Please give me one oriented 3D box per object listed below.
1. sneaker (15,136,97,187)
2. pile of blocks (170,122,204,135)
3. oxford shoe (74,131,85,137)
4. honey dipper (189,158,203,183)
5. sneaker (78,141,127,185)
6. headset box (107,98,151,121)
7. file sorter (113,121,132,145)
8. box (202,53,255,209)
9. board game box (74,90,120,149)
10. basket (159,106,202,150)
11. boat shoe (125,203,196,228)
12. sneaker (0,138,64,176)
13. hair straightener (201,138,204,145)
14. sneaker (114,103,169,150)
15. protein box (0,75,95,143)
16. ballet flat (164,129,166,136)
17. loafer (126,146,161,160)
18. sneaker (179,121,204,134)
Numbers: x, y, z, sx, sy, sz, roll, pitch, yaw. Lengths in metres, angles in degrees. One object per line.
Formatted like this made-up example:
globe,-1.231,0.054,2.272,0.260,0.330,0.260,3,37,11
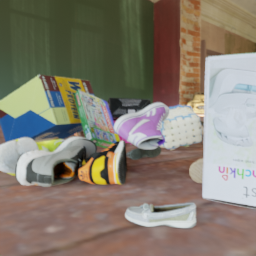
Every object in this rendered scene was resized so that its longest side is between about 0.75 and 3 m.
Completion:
sneaker,-1.337,0.796,6.245,0.920,0.858,2.321,12,16,24
pile of blocks,2.929,0.179,14.711,2.432,0.998,0.756,16,-29,40
oxford shoe,-1.979,0.165,14.184,0.718,0.702,1.969,11,13,16
honey dipper,2.005,0.892,6.897,0.473,0.473,2.491,2,2,25
sneaker,-0.544,0.751,6.348,0.996,0.774,2.213,-3,4,1
headset box,-0.183,-0.346,13.112,1.910,0.964,2.570,1,-24,-14
file sorter,-0.233,0.232,11.594,1.389,0.965,0.871,-1,9,-3
box,2.458,-0.036,5.561,1.347,2.458,2.786,2,5,30
board game box,-1.080,-0.260,9.895,0.312,2.140,1.440,-39,-36,27
basket,1.645,-0.044,10.436,1.923,1.517,2.181,-11,18,-4
boat shoe,0.445,1.179,3.915,0.982,0.315,0.362,1,5,14
sneaker,-2.478,0.752,6.903,1.219,0.879,2.320,-11,-9,30
hair straightener,4.215,0.539,11.504,2.403,0.492,0.925,-3,3,12
sneaker,0.679,0.023,7.362,1.129,0.718,1.980,37,43,28
protein box,-2.984,-0.561,10.807,2.665,1.811,2.684,-23,-7,29
ballet flat,1.622,0.031,14.631,0.692,0.694,2.071,-18,32,-11
loafer,0.477,0.739,8.756,1.203,0.432,0.378,-6,1,-34
sneaker,3.241,0.059,15.656,2.595,0.914,0.980,5,-13,34
